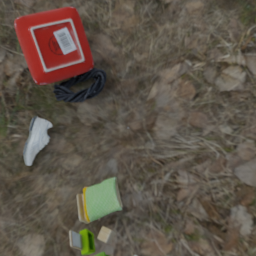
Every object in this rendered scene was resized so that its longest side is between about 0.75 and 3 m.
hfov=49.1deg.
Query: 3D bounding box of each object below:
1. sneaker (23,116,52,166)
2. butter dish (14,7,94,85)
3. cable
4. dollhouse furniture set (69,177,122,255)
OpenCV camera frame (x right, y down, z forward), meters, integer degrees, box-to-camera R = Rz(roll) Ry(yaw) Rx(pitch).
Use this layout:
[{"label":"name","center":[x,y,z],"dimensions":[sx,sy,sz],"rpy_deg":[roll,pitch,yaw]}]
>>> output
[{"label":"sneaker","center":[-3.139,0.506,9.684],"dimensions":[0.762,0.652,1.749],"rpy_deg":[16,95,-28]},{"label":"butter dish","center":[-2.610,-2.758,9.734],"dimensions":[2.199,1.630,2.205],"rpy_deg":[-23,105,-23]},{"label":"cable","center":[-1.607,-1.442,9.265],"dimensions":[1.859,2.278,0.579],"rpy_deg":[-17,119,-4]},{"label":"dollhouse furniture set","center":[-0.976,2.735,8.304],"dimensions":[1.474,1.138,2.948],"rpy_deg":[-27,49,14]}]
